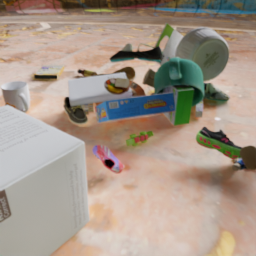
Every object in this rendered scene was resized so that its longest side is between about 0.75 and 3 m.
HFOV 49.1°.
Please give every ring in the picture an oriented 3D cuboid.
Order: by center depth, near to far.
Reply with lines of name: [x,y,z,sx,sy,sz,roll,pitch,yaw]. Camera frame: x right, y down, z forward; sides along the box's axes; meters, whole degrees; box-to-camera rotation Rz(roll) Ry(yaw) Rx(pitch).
ring: [-0.356,-1.333,12.644,2.326,0.223,2.326,0,54,0]

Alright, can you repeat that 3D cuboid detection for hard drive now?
hard drive: [-1.274,-1.725,12.276,2.605,0.342,1.718,-9,42,-7]

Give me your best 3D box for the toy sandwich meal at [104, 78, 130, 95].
toy sandwich meal: [-0.457,-1.795,11.627,1.106,0.379,1.106,7,50,-9]

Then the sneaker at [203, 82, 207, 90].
sneaker: [3.474,-2.013,14.057,1.791,0.671,0.757,0,20,1]

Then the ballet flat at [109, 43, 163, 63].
ballet flat: [0.306,-2.984,11.163,2.117,0.724,0.720,0,5,1]

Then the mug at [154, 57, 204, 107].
mug: [2.221,-2.045,11.853,2.085,2.538,1.569,10,65,-15]

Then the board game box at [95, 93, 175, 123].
board game box: [0.154,-0.726,10.676,2.482,0.693,2.430,-9,1,-15]

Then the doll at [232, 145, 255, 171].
doll: [3.848,0.778,7.892,1.922,0.683,2.817,-23,-16,19]

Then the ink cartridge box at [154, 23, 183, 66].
ink cartridge box: [2.238,-3.804,14.477,2.682,1.982,1.016,27,-1,-31]

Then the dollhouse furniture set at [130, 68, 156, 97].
dollhouse furniture set: [0.778,-2.258,13.055,1.704,1.999,0.976,18,15,-36]

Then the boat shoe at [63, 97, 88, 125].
boat shoe: [-2.276,-0.744,11.923,0.686,0.574,1.921,-20,37,-25]

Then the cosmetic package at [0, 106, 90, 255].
cosmetic package: [-2.811,1.327,6.410,2.998,2.471,2.473,22,36,31]

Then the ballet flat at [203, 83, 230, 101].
ballet flat: [3.581,-1.715,13.307,2.624,0.944,0.944,0,30,0]

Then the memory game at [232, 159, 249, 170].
memory game: [3.912,1.096,9.261,0.927,0.059,0.927,1,30,0]

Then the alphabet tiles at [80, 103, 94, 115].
alphabet tiles: [-2.140,-0.893,12.781,1.112,0.042,1.337,-5,30,-7]

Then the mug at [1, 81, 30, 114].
mug: [-4.692,-1.184,12.044,1.071,1.272,1.450,-25,38,-37]

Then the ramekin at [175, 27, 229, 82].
ramekin: [3.658,-3.430,13.551,2.608,2.608,1.215,-9,30,-15]

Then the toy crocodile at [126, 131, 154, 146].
toy crocodile: [0.408,0.382,10.008,1.187,0.401,0.367,-15,9,-36]

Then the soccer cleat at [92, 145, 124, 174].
soccer cleat: [-0.714,0.937,8.806,1.449,0.483,0.554,38,6,37]

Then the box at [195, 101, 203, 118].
box: [3.155,-0.896,12.434,0.296,0.317,1.529,2,27,13]

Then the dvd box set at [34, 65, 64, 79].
dvd box set: [-4.720,-3.372,16.898,1.373,0.276,1.877,0,29,0]

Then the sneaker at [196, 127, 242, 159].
sneaker: [3.125,0.452,9.139,1.775,0.681,0.743,25,64,4]

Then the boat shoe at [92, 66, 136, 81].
boat shoe: [-0.876,-2.269,14.233,2.768,0.980,0.959,-13,-11,10]

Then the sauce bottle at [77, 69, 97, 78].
sauce bottle: [-2.419,-3.203,16.438,1.351,0.446,0.446,22,37,32]

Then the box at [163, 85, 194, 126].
box: [1.992,-1.089,11.610,0.745,1.540,1.359,-7,29,-14]

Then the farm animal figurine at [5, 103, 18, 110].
farm animal figurine: [-3.964,0.503,8.744,1.262,2.027,2.511,36,26,-17]
